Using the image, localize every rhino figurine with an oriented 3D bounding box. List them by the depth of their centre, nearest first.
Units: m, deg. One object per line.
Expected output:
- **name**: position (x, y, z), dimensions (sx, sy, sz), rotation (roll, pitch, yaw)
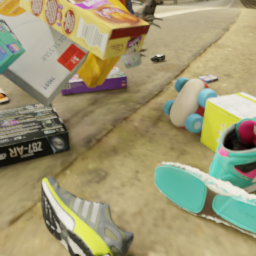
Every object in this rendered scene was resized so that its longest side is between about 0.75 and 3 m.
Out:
- **rhino figurine**: position (0.492, -3.931, 10.257), dimensions (0.793, 2.654, 1.160), rotation (44, 57, 2)

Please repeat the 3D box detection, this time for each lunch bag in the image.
- **lunch bag**: position (0.071, -2.290, 8.910), dimensions (0.622, 0.299, 0.776), rotation (-19, 66, 7)

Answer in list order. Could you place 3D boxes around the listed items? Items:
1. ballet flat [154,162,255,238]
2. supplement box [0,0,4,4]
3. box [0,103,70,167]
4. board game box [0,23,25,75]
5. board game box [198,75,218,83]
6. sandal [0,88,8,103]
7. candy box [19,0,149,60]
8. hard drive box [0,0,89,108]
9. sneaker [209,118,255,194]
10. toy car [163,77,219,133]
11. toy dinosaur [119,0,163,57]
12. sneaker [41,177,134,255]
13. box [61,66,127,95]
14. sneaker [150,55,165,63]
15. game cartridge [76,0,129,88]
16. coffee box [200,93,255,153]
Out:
- **ballet flat**: position (1.704, 1.397, 5.597), dimensions (2.510, 0.901, 0.901), rotation (23, 36, 29)
- **supplement box**: position (-5.076, -5.054, 12.243), dimensions (0.989, 2.689, 1.694), rotation (12, 27, 8)
- **box**: position (-3.334, 0.154, 7.860), dimensions (2.873, 0.625, 2.301), rotation (-13, 31, -23)
- **board game box**: position (-3.946, -1.602, 6.079), dimensions (2.718, 2.067, 0.611), rotation (-34, 17, 18)
- **board game box**: position (3.651, -2.234, 12.784), dimensions (0.781, 0.135, 0.529), rotation (-17, 33, -28)
- **sandal**: position (-5.224, -1.375, 10.833), dimensions (0.649, 0.485, 1.693), rotation (-22, 36, -35)
- **candy box**: position (-1.026, -2.621, 6.525), dimensions (2.656, 0.750, 1.550), rotation (34, 36, 18)
- **hard drive box**: position (-2.460, -1.985, 7.192), dimensions (2.329, 0.894, 1.815), rotation (37, 69, -8)
- **sneaker**: position (2.894, 0.485, 6.301), dimensions (2.546, 1.537, 1.064), rotation (-15, 32, -26)
- **toy car**: position (2.358, -0.573, 8.854), dimensions (1.764, 1.560, 1.626), rotation (18, 15, -29)
- **toy dinosaur**: position (-0.023, -3.217, 8.650), dimensions (2.981, 2.705, 1.565), rotation (-44, 69, -5)
- **sneaker**: position (-0.856, 1.643, 5.091), dimensions (0.937, 0.856, 2.316), rotation (-16, 39, -40)
- **box**: position (-1.631, -2.139, 12.169), dimensions (2.781, 0.544, 1.903), rotation (-9, 30, -15)
- **sneaker**: position (1.590, -3.849, 15.609), dimensions (1.051, 0.387, 0.420), rotation (-17, 19, -36)
- **game cartridge**: position (-1.170, -2.852, 8.121), dimensions (0.439, 2.387, 2.708), rotation (-11, 57, -52)
- **coffee box**: position (2.920, -0.016, 7.422), dimensions (1.332, 1.345, 1.347), rotation (-12, 31, -22)
